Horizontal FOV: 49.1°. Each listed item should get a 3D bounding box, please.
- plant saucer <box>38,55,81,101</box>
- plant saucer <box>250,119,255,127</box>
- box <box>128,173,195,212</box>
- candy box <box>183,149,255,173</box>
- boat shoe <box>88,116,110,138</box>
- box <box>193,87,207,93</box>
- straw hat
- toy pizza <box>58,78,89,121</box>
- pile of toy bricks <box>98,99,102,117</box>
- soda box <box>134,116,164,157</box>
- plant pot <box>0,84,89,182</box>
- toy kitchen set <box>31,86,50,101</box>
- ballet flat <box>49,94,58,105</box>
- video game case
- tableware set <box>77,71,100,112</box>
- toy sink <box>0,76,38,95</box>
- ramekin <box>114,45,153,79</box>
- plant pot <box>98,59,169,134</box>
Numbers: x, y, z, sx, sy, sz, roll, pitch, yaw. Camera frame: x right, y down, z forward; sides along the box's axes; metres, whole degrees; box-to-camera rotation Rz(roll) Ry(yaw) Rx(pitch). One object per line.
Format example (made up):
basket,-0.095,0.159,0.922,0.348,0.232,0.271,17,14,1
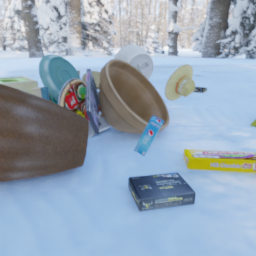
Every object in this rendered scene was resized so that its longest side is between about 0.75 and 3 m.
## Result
plant saucer,-2.451,-1.888,10.665,0.288,2.098,2.098,-24,4,30
plant saucer,5.701,-0.292,10.158,1.860,0.445,1.857,16,24,40
box,0.638,1.244,5.585,1.124,0.287,0.887,-4,19,-12
candy box,2.617,0.780,6.659,2.498,0.330,1.277,2,3,6
boat shoe,-1.251,0.027,9.133,1.715,0.588,0.485,-21,-4,-37
box,4.151,-2.306,16.845,0.995,0.245,0.794,10,19,29
straw hat,2.246,-1.642,11.075,1.618,1.618,0.685,-14,40,-37
toy pizza,-1.622,-0.716,9.188,0.287,1.812,1.812,2,17,27
pile of toy bricks,-0.889,-1.084,10.945,0.699,1.416,0.786,25,-9,48
soda box,0.481,0.193,6.580,0.299,0.932,0.316,30,28,6
plant pot,-2.168,0.214,6.280,2.415,2.258,2.258,8,15,-15
toy kitchen set,-2.419,-0.887,9.644,0.906,1.232,1.538,4,18,21
ballet flat,-2.700,-1.207,11.861,0.997,0.994,2.975,-16,-1,25
video game case,-1.098,-0.812,8.700,0.160,1.202,1.682,-7,56,4
tableware set,-1.438,-1.500,11.948,1.619,0.491,2.449,1,50,-6
toy sink,-5.197,-1.194,11.088,2.838,1.590,1.850,-12,21,-33
ramekin,0.249,-2.346,10.745,1.538,1.538,0.807,-10,31,-29
plant pot,-0.043,-0.794,9.298,1.309,2.835,2.835,-39,-1,28
